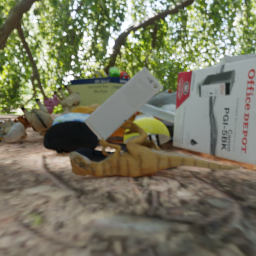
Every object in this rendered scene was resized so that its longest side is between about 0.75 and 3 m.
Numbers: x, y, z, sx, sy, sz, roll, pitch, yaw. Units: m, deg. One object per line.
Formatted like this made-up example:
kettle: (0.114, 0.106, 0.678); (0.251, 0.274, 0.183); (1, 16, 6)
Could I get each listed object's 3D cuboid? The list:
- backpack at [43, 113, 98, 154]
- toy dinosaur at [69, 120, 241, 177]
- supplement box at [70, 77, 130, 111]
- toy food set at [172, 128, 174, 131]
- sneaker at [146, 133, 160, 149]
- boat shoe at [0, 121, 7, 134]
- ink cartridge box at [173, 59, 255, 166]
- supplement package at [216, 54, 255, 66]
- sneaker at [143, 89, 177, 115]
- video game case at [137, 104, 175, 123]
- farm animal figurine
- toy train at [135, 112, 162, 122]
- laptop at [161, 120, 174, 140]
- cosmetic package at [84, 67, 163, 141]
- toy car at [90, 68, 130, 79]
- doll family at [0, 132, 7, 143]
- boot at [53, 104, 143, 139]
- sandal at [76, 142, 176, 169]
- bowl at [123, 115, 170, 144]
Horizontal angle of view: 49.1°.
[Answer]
backpack: (-1.292, 0.121, 7.054); (1.283, 1.209, 1.572); (-1, -9, 2)
toy dinosaur: (0.335, 0.521, 4.685); (2.511, 0.759, 1.334); (-4, 37, 1)
supplement box: (-1.096, -0.877, 11.617); (2.262, 2.259, 1.518); (3, 5, 36)
toy food set: (2.004, 0.146, 9.820); (0.617, 0.260, 0.860); (22, -9, -16)
sneaker: (0.353, 0.415, 6.512); (0.601, 0.557, 1.483); (-9, -2, 15)
boat shoe: (-4.712, -0.017, 10.254); (1.534, 0.574, 0.474); (22, -1, -20)
ink cartridge box: (2.222, -0.362, 6.195); (1.122, 1.987, 2.707); (2, 3, -24)
supplement package: (4.244, -1.183, 10.453); (1.610, 2.656, 1.591); (-5, -10, -8)
sneaker: (1.276, -0.934, 11.368); (2.815, 1.116, 1.040); (-4, -10, 43)
video game case: (0.918, -0.509, 8.979); (2.403, 0.313, 2.640); (18, 6, 6)
farm animal figurine: (-2.782, -0.341, 9.641); (2.485, 1.296, 2.457); (-34, 7, 4)
toy train: (0.616, -0.271, 8.867); (1.095, 0.305, 0.823); (16, 6, -15)
laptop: (1.612, -0.010, 9.726); (1.366, 1.459, 0.846); (-2, -33, -35)
cosmetic package: (-0.109, -0.426, 5.415); (1.498, 0.534, 0.760); (-43, 3, -7)
toy car: (-0.626, -2.210, 11.454); (1.761, 0.393, 1.657); (1, 3, -13)
doll family: (-4.025, 0.323, 8.303); (0.894, 0.351, 0.517); (-1, 16, 2)
boot: (-0.675, 0.090, 8.816); (2.952, 1.039, 2.113); (20, 30, 23)
sandal: (-0.041, 0.484, 5.551); (2.056, 0.440, 0.782); (1, 4, 15)
bowl: (0.453, 0.038, 7.379); (1.228, 0.661, 1.228); (-5, -18, -2)
